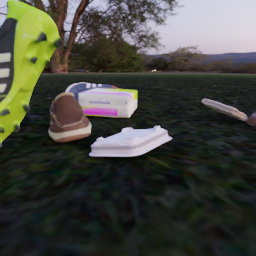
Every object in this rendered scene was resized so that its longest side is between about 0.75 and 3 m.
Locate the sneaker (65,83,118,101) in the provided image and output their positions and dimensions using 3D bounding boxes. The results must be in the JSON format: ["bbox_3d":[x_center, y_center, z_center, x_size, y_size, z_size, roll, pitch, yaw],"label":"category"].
[{"bbox_3d":[-1.208,-1.312,10.899,1.074,0.953,2.542,7,15,42],"label":"sneaker"}]

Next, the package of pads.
[{"bbox_3d":[-0.651,-0.875,9.489,1.719,0.759,2.225,3,13,9],"label":"package of pads"}]

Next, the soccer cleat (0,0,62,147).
[{"bbox_3d":[-2.235,-0.794,4.898,1.157,2.855,0.964,37,10,17],"label":"soccer cleat"}]

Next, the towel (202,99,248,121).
[{"bbox_3d":[2.822,-0.552,8.193,0.813,0.211,1.226,20,8,-39],"label":"towel"}]

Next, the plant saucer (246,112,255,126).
[{"bbox_3d":[4.183,-0.227,7.735,1.682,0.290,1.682,2,14,0],"label":"plant saucer"}]

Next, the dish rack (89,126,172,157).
[{"bbox_3d":[0.050,0.224,5.379,1.208,0.306,1.407,-2,11,35],"label":"dish rack"}]

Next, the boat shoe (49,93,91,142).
[{"bbox_3d":[-1.476,-0.347,6.535,0.921,0.922,2.493,-14,15,-16],"label":"boat shoe"}]
